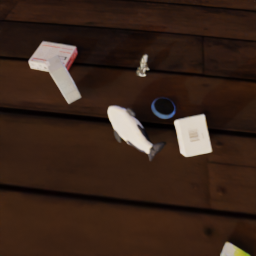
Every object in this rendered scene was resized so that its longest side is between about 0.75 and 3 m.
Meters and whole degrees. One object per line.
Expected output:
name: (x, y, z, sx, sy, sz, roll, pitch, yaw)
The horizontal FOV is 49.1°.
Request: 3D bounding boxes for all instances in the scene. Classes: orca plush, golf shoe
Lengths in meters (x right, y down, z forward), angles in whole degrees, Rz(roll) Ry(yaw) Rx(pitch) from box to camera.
orca plush: (0.408, 0.014, 10.693, 1.008, 1.491, 2.835, -10, 29, -42)
golf shoe: (0.777, -2.933, 13.241, 0.512, 0.421, 1.084, 20, 89, 11)

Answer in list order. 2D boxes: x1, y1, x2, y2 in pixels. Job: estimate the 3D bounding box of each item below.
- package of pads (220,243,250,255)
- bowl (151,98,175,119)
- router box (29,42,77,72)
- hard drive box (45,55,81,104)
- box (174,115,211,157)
package of pads: (3.195, 3.913, 8.269, 0.890, 0.304, 0.688, 27, 57, 19)
bowl: (1.510, -0.859, 11.917, 1.021, 0.200, 1.021, 6, 57, -9)
router box: (-3.692, -3.495, 13.923, 1.848, 0.451, 1.658, 12, 53, 9)
hard drive box: (-2.694, -2.021, 11.637, 0.618, 1.611, 1.255, -28, 41, -5)
box: (2.243, 0.267, 9.915, 0.886, 1.666, 1.268, -12, 89, 5)
